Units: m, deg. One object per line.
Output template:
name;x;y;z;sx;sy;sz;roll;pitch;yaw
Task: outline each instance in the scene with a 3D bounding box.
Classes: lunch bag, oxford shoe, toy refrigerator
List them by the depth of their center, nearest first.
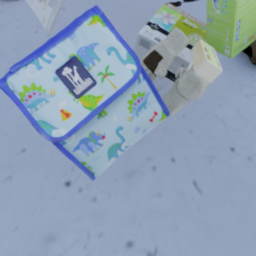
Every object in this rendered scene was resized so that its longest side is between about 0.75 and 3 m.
toy refrigerator;1.545;-1.359;5.580;0.397;0.366;1.045;28;36;-15
lunch bag;-0.830;-0.687;6.083;2.459;2.892;1.843;-40;36;-5
oxford shoe;5.052;-2.527;10.184;1.094;0.942;2.592;-42;63;-7

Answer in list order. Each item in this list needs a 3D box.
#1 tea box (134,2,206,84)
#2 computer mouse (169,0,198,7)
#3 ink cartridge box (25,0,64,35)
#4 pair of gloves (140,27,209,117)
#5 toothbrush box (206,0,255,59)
tea box;1.355;-2.567;8.593;1.757;1.174;1.728;32;63;7
computer mouse;1.861;-4.303;9.325;1.871;0.318;0.548;-30;35;-29
ink cartridge box;-2.416;-4.489;8.178;0.580;2.663;2.311;-35;90;-35
pair of gloves;1.137;-1.401;7.051;1.573;0.324;1.850;-38;73;23
toothbrush box;2.759;-3.049;6.843;1.541;2.117;0.911;-39;56;-13
